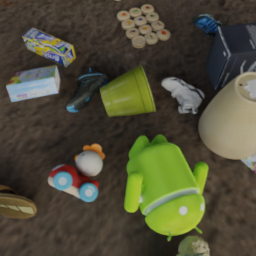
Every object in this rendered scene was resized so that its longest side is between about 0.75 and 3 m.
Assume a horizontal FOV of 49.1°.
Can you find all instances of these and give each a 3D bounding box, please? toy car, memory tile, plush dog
[{"bbox_3d":[-1.198,1.019,7.160,1.265,1.319,1.430,27,73,-12],"label":"toy car"},{"bbox_3d":[0.572,-4.017,10.922,1.599,0.175,2.087,-19,63,-10],"label":"memory tile"},{"bbox_3d":[1.370,3.561,6.104,1.833,1.470,1.574,-30,93,-9],"label":"plush dog"}]

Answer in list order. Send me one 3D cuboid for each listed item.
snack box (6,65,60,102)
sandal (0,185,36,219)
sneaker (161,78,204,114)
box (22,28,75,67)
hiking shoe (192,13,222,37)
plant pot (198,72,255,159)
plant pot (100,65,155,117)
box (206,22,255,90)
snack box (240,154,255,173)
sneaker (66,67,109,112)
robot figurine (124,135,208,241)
[{"bbox_3d":[-2.899,-1.435,8.794,1.397,0.561,1.657,-11,27,-6],"label":"snack box"},{"bbox_3d":[-3.400,1.830,7.363,2.111,0.848,0.570,8,39,8],"label":"sandal"},{"bbox_3d":[1.669,-1.009,8.925,1.461,0.549,0.840,25,60,1],"label":"sneaker"},{"bbox_3d":[-2.814,-2.878,10.009,1.819,0.637,0.585,27,64,14],"label":"box"},{"bbox_3d":[2.951,-3.689,10.202,1.493,0.556,0.647,2,71,-33],"label":"hiking shoe"},{"bbox_3d":[3.084,-0.463,7.590,1.952,2.084,1.952,-1,59,1],"label":"plant pot"},{"bbox_3d":[-0.064,-0.993,8.623,1.422,1.477,1.477,-18,62,3],"label":"plant pot"},{"bbox_3d":[3.953,-2.327,9.053,2.370,1.754,1.236,-6,61,-4],"label":"box"},{"bbox_3d":[3.779,0.801,8.169,0.882,0.234,0.627,-35,64,-19],"label":"snack box"},{"bbox_3d":[-1.430,-1.229,9.016,0.772,0.690,1.884,37,56,5],"label":"sneaker"},{"bbox_3d":[0.896,1.446,7.018,2.294,1.512,2.614,-1,53,-29],"label":"robot figurine"}]
